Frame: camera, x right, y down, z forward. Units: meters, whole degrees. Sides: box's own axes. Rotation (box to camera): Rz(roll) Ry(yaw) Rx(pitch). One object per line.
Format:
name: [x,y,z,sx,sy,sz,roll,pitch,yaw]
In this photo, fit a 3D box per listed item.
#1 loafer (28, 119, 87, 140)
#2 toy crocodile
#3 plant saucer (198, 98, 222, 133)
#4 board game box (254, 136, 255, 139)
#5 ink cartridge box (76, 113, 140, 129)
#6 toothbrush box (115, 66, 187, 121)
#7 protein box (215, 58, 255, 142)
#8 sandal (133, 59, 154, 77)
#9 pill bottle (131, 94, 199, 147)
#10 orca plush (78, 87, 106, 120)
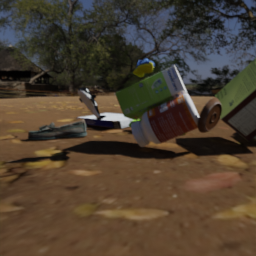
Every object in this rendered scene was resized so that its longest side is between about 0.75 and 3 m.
loafer: [-2.847,0.048,11.319,2.323,0.731,0.835,-3,10,-20]
toy crocodile: [1.371,-0.135,12.620,2.773,0.856,0.936,-1,9,21]
plant saucer: [2.587,-0.352,8.725,1.177,1.177,0.203,-9,30,-45]
board game box: [6.392,0.038,10.791,2.848,0.915,2.101,-1,11,6]
ink cartridge box: [-1.007,-0.359,14.597,2.441,0.497,2.446,6,11,35]
toothbrush box: [0.890,-1.142,9.903,2.212,0.952,1.611,-22,-9,15]
protein box: [4.530,-1.053,10.220,1.415,2.097,2.082,37,30,-11]
sandal: [0.496,-1.952,8.747,0.455,0.498,1.145,23,-7,-20]
pill bottle: [1.210,-0.176,9.200,2.108,1.183,1.183,-25,2,16]
orca plush: [-1.029,-0.794,8.406,0.633,1.204,0.428,-7,39,54]
